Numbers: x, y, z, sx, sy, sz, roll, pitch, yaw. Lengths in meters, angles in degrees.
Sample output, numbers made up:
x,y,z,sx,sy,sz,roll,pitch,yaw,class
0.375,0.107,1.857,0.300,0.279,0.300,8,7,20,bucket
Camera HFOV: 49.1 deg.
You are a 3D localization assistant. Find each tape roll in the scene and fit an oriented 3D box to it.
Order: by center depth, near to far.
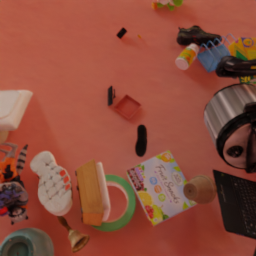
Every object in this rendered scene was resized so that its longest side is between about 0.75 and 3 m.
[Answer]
x,y,z,sx,sy,sz,roll,pitch,yaw,class
-0.662,2.513,9.438,1.833,0.440,1.833,0,64,1,tape roll

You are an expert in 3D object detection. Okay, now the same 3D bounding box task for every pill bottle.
x,y,z,sx,sy,sz,roll,pitch,yaw,class
2.560,-3.066,12.010,0.614,0.614,1.105,33,69,15,pill bottle

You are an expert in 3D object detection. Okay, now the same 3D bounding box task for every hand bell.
x,y,z,sx,sy,sz,roll,pitch,yaw,class
-1.821,3.125,8.657,0.661,0.661,1.270,-41,57,-17,hand bell

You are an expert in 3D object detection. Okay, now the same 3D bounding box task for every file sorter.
x,y,z,sx,sy,sz,roll,pitch,yaw,class
3.850,-3.228,11.911,1.453,0.891,1.008,-24,67,-12,file sorter

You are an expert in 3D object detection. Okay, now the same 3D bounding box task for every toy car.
x,y,z,sx,sy,sz,roll,pitch,yaw,class
0.025,-4.184,12.805,1.094,0.537,0.364,24,21,-7,toy car

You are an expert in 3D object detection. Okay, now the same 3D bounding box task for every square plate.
x,y,z,sx,sy,sz,roll,pitch,yaw,class
-5.174,-0.737,10.357,2.696,0.383,2.671,-2,36,-3,square plate

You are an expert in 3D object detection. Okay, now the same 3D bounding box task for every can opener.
x,y,z,sx,sy,sz,roll,pitch,yaw,class
4.013,-2.037,9.663,2.459,0.779,0.967,-6,35,-32,can opener

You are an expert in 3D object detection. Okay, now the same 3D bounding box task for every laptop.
x,y,z,sx,sy,sz,roll,pitch,yaw,class
4.308,2.089,8.558,2.765,1.428,2.451,17,35,-5,laptop

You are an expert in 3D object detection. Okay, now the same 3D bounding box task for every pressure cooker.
x,y,z,sx,sy,sz,roll,pitch,yaw,class
3.859,0.098,9.194,2.321,2.357,2.639,30,31,-22,pressure cooker

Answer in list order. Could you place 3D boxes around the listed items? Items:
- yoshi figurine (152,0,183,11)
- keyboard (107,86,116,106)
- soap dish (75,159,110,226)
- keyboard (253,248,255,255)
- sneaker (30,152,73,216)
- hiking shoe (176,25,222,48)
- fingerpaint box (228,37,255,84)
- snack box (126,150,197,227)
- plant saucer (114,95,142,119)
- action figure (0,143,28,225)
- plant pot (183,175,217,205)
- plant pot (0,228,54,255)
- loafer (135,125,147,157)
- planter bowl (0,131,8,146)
x,y,z,sx,sy,sz,roll,pitch,yaw,class
1.959,-6.097,13.394,1.567,0.881,0.878,-10,81,-7,yoshi figurine
-0.683,-1.319,11.269,0.088,0.542,0.853,17,59,-37,keyboard
-1.081,2.008,8.320,0.797,1.963,1.544,-8,63,-13,soap dish
4.160,3.688,7.889,0.292,1.474,0.767,42,59,-17,keyboard
-2.266,1.822,8.971,1.049,1.115,2.722,-31,41,-9,sneaker
3.177,-4.179,12.455,1.987,0.752,1.000,7,67,5,hiking shoe
5.196,-2.665,11.169,2.060,0.755,1.718,-8,78,-25,fingerpaint box
1.114,2.029,9.522,1.697,0.681,2.012,-23,69,-9,snack box
-0.014,-0.830,11.204,0.817,0.150,0.815,36,70,17,plant saucer
-3.500,1.717,8.745,1.346,2.574,2.490,-2,79,-46,action figure
1.776,1.609,7.199,0.675,0.775,0.775,7,53,-47,plant pot
-3.182,3.805,8.418,1.662,1.113,1.662,1,63,-2,plant pot
0.549,0.481,10.239,0.435,0.425,1.192,5,88,27,loafer
-5.160,0.103,10.047,1.378,0.927,1.378,0,90,-2,planter bowl
